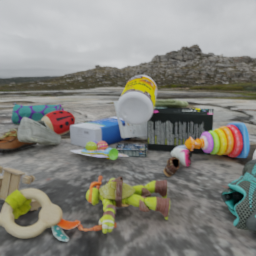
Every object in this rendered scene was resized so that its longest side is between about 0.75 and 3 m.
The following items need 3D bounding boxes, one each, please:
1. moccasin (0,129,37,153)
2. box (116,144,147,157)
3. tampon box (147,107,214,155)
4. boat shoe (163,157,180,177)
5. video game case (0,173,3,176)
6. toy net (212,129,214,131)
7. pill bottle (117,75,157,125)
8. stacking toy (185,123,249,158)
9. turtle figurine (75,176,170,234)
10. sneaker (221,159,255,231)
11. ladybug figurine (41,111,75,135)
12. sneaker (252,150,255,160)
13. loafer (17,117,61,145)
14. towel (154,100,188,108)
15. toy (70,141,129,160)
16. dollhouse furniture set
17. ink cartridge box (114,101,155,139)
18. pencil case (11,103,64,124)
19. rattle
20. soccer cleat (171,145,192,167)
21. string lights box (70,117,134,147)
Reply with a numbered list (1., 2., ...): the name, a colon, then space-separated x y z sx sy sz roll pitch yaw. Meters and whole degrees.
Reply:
1. moccasin: -4.421 0.450 10.866 0.796 0.841 2.177 -9 6 34
2. box: 0.132 0.843 10.648 1.191 0.274 0.947 1 11 4
3. tampon box: 2.169 0.026 11.450 2.480 1.565 1.858 3 12 16
4. boat shoe: 1.418 1.130 8.641 0.410 0.410 1.165 39 22 3
5. video game case: -4.446 1.515 7.259 1.867 0.214 1.699 -2 13 -10
6. toy net: 3.453 0.341 12.978 2.146 0.414 1.126 -9 17 -33
7. pill bottle: 0.423 -1.189 10.714 1.295 1.295 2.370 2 30 10
8. stacking toy: 2.978 0.514 9.818 2.147 1.246 1.178 -5 1 -12
9. turtle figurine: -0.099 1.463 6.250 1.946 0.777 2.413 0 11 1
10. sneaker: 2.709 1.369 6.165 1.311 1.115 2.875 -1 9 12
11. ladybug figurine: -3.172 -0.289 12.858 1.765 1.198 0.635 -25 -11 -38
12. sneaker: 4.325 0.861 8.405 1.085 1.143 2.840 2 10 20
13. loafer: -3.358 0.176 10.975 0.924 0.922 2.642 -1 -8 9
14. towel: 1.711 -1.077 12.420 1.609 0.294 1.194 3 0 38
15. toy: -1.067 0.727 9.953 1.229 0.504 2.134 2 4 -36
16. dollhouse furniture set: -2.575 1.367 6.653 1.448 0.750 0.641 12 4 24
17. ink cartridge box: 0.398 -0.373 12.855 2.192 1.782 0.625 -6 -17 -26
18. pencil case: -5.361 -0.821 16.595 2.861 1.217 1.322 0 17 -1
19. rattle: -1.743 1.886 5.603 1.483 1.059 0.966 16 40 -6
20. soccer cleat: 1.785 0.967 9.549 0.712 0.576 1.649 -6 4 16
21. string lights box: -0.998 0.140 12.637 1.506 0.864 2.931 9 14 37
